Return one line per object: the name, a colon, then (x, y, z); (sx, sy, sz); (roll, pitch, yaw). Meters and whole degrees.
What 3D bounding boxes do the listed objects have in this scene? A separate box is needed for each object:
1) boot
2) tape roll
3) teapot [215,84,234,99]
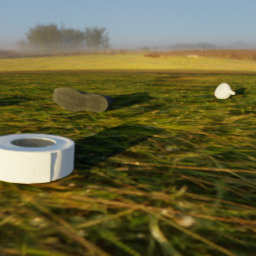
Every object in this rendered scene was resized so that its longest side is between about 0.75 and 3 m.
boot: (-2.169, -1.396, 14.153); (2.767, 1.072, 1.914); (16, 13, 7)
tape roll: (-2.205, 0.644, 6.488); (1.897, 0.663, 1.897); (5, 9, -1)
teapot: (5.889, -2.153, 17.160); (0.750, 1.013, 1.027); (33, 35, -14)
